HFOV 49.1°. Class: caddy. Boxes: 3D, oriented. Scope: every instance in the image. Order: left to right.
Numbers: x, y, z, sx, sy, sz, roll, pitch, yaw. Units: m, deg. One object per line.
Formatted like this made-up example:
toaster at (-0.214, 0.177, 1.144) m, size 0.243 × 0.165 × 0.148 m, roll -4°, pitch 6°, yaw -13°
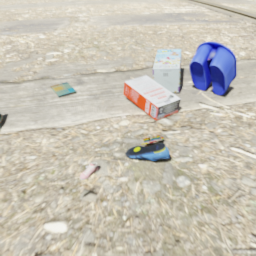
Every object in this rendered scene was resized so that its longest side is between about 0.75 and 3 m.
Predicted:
caddy at (4.163, -2.903, 13.577) m, size 1.986 × 2.809 × 1.474 m, roll 22°, pitch 70°, yaw 30°

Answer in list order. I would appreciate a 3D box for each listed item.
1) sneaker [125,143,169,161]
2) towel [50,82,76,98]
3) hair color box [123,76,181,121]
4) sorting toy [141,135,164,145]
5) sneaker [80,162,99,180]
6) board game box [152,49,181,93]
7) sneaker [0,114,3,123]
sneaker at (0.676, 0.974, 9.926) m, size 1.625 × 0.637 × 0.535 m, roll -9°, pitch 36°, yaw 27°
towel at (-3.361, -1.981, 14.484) m, size 0.994 × 0.147 × 1.356 m, roll -18°, pitch 37°, yaw -25°
hair color box at (1.042, -1.437, 12.940) m, size 1.374 × 0.792 × 2.478 m, roll -21°, pitch 44°, yaw -29°
sorting toy at (0.853, 0.437, 10.406) m, size 0.648 × 0.227 × 1.344 m, roll -14°, pitch -4°, yaw 22°
sneaker at (-1.315, 1.411, 9.379) m, size 0.756 × 0.395 × 0.285 m, roll -29°, pitch 46°, yaw -33°
board game box at (2.109, -3.069, 14.872) m, size 1.353 × 1.328 × 2.579 m, roll 2°, pitch 36°, yaw 12°
sneaker at (-5.676, -0.291, 11.441) m, size 0.711 × 0.819 × 1.849 m, roll -6°, pitch 35°, yaw -9°
